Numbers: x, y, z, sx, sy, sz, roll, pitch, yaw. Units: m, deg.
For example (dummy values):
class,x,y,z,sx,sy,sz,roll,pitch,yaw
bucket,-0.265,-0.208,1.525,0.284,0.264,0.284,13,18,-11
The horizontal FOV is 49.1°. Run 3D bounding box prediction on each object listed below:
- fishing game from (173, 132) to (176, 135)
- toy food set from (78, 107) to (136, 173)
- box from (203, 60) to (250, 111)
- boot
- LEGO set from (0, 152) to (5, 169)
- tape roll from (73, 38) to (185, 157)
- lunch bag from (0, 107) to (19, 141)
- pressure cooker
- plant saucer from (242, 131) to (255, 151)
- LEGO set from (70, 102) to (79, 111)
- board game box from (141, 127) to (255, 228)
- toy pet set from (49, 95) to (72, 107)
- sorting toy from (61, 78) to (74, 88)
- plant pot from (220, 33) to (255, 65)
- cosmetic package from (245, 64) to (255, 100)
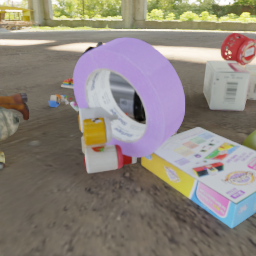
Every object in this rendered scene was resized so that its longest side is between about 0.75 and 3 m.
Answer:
class,x,y,z,sx,sy,sz,roll,pitch,yaw
fishing game,0.575,0.056,7.092,1.200,0.187,0.859,8,11,33
toy food set,-0.378,0.208,6.302,1.292,1.371,2.871,-6,2,-11
box,3.721,-1.708,10.858,1.226,1.439,2.251,3,24,7
boot,-3.345,-0.538,8.008,0.940,0.885,0.322,-13,43,-25
LEGO set,-4.175,0.737,6.089,1.770,0.772,2.725,15,28,32
tape roll,-0.048,-0.591,5.896,2.402,2.402,0.788,18,40,35
lunch bag,-3.721,-0.025,7.526,1.261,0.879,1.058,-15,3,11
pressure cooker,-0.418,-1.453,8.894,2.501,2.200,2.234,11,7,16
plant saucer,4.389,0.490,6.828,2.964,0.460,2.964,-3,26,2
LEGO set,-1.335,-1.192,10.095,0.575,0.711,1.546,23,74,45
board game box,1.825,0.843,6.124,1.968,0.519,2.572,-16,28,-31
toy pet set,-2.577,-0.987,10.474,0.726,0.413,0.778,5,-3,12
sorting toy,-2.598,-2.151,13.303,0.846,0.294,0.841,10,25,22
plant pot,7.194,-4.990,18.023,1.849,1.849,1.684,-12,35,-25
cosmetic package,5.742,-2.032,12.191,1.391,0.982,2.686,8,26,19
